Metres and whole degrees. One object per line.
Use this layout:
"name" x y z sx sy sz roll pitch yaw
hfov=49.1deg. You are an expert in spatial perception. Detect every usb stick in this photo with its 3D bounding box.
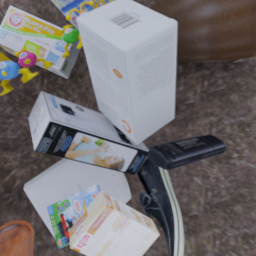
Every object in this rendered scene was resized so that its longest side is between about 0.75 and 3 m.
"usb stick" 1.348 0.485 6.050 0.656 2.365 0.386 36 118 36

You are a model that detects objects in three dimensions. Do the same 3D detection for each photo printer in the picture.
"photo printer" -1.437 1.931 8.603 2.737 0.950 2.277 -33 88 -1

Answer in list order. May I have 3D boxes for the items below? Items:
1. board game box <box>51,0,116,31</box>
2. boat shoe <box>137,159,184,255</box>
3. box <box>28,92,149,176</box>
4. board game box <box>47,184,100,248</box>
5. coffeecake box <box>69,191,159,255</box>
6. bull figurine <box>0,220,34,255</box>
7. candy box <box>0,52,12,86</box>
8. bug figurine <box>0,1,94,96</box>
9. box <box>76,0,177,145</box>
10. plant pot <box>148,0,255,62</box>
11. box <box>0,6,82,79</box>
"board game box" -1.108 -3.348 6.141 2.069 2.026 0.578 45 62 -25
"boat shoe" 0.709 1.789 6.613 0.841 1.008 2.701 -11 44 -2
"box" -0.923 0.169 6.704 2.596 1.514 0.780 21 109 -32
"board game box" -1.126 2.018 6.453 1.295 0.237 0.979 -24 66 -2
"coffeecake box" -0.259 1.956 5.214 1.319 0.482 1.013 36 97 -23
"bull figurine" -2.684 3.390 5.915 1.709 0.917 2.816 1 81 -5
"candy box" -3.826 -0.947 6.953 0.303 1.172 2.292 28 83 18
"bug figurine" -1.803 -1.828 6.434 2.822 2.188 0.726 -34 107 -5
"box" 0.058 -1.114 5.834 1.196 2.454 1.526 -33 54 -20
"plant pot" 1.945 -3.012 8.138 2.907 2.717 2.717 -13 88 9
"box" -2.744 -2.612 8.711 2.188 1.109 1.230 23 88 1
